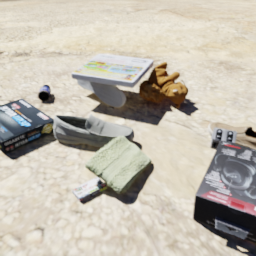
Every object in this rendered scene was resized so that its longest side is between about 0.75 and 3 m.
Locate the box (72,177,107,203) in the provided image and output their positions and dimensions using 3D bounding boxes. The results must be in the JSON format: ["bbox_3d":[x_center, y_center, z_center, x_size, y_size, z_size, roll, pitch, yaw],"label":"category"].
[{"bbox_3d":[-1.084,1.724,7.852,0.859,0.149,0.473,-22,38,-31],"label":"box"}]

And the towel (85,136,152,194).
[{"bbox_3d":[-0.237,1.003,8.335,1.457,0.358,1.963,35,37,14],"label":"towel"}]

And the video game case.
[{"bbox_3d":[-0.606,-2.544,12.171,2.808,0.321,2.556,12,36,19],"label":"video game case"}]

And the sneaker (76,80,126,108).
[{"bbox_3d":[-0.851,-1.934,12.840,2.793,1.029,1.614,34,33,27],"label":"sneaker"}]

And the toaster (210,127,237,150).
[{"bbox_3d":[2.919,0.383,8.661,0.699,0.773,0.459,12,63,15],"label":"toaster"}]

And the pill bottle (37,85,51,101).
[{"bbox_3d":[-3.814,-1.629,12.826,0.516,0.516,0.922,-4,32,-6],"label":"pill bottle"}]

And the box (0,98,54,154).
[{"bbox_3d":[-4.241,-0.170,10.444,2.017,0.584,2.537,-27,41,-36],"label":"box"}]

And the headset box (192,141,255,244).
[{"bbox_3d":[2.889,1.616,7.082,1.914,0.993,2.573,15,40,25],"label":"headset box"}]

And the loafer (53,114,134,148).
[{"bbox_3d":[-1.214,0.047,9.707,2.871,1.002,1.004,3,33,5],"label":"loafer"}]

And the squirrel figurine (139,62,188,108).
[{"bbox_3d":[1.549,-1.614,12.322,2.086,1.476,1.947,-26,49,-14],"label":"squirrel figurine"}]

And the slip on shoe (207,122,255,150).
[{"bbox_3d":[3.952,0.269,9.547,1.006,0.802,2.646,-22,38,-31],"label":"slip on shoe"}]
